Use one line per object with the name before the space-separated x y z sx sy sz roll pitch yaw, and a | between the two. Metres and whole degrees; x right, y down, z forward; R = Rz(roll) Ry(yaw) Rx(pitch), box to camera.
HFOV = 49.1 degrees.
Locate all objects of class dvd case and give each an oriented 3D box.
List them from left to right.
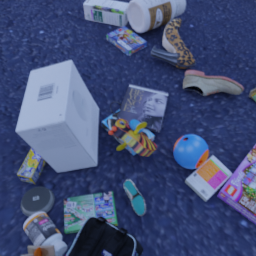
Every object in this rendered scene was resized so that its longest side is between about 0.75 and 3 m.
dvd case | 0.619 -0.857 11.136 1.692 0.182 2.276 14 46 5

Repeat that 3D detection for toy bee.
toy bee | -0.122 0.214 9.586 2.243 1.468 1.219 28 28 19

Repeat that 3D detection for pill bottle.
pill bottle | -2.365 3.111 8.025 0.756 0.756 1.299 -36 61 -24
pill bottle | 1.497 -6.020 14.275 2.810 1.607 1.607 -28 58 -23

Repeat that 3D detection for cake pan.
cake pan | -2.901 2.305 8.907 1.061 0.195 1.061 -2 45 2

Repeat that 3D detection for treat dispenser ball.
treat dispenser ball | 2.126 0.809 9.503 1.165 1.165 1.165 0 53 0

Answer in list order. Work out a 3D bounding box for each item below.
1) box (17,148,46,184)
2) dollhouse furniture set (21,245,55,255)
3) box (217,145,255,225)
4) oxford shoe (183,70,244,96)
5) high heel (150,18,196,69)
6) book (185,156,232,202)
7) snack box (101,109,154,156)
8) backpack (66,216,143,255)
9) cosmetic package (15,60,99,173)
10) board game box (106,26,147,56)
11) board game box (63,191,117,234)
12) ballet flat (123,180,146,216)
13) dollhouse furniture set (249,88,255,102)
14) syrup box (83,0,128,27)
box | -3.187 1.118 9.704 0.541 0.496 1.543 12 53 8
dollhouse furniture set | -2.132 4.112 6.504 1.097 2.129 2.106 -4 97 5
box | 4.309 1.842 9.154 1.675 0.478 2.447 35 61 24
oxford shoe | 3.501 -1.664 11.739 2.468 0.873 0.911 15 75 16
high heel | 2.585 -4.027 13.302 2.088 1.046 2.928 24 63 14
book | 2.717 1.683 9.405 1.374 0.330 0.918 -35 63 -23
snack box | -0.024 0.109 10.565 1.058 0.338 1.821 -37 61 -24
backpack | -0.729 3.514 7.172 1.724 1.462 1.942 18 59 28
cosmetic package | -2.136 -0.304 9.332 1.586 2.580 2.572 -12 51 12
board game box | -0.094 -4.351 13.960 1.193 0.304 1.763 -33 59 -22
board game box | -1.188 2.621 8.731 1.589 0.231 1.070 -7 54 -5
ballet flat | 0.247 2.205 8.919 0.464 0.393 1.228 -28 65 5
dollhouse furniture set | 6.080 -1.580 11.475 1.822 0.914 1.193 -26 57 -19
syrup box | -1.148 -6.218 14.991 2.315 0.911 0.943 15 54 11
